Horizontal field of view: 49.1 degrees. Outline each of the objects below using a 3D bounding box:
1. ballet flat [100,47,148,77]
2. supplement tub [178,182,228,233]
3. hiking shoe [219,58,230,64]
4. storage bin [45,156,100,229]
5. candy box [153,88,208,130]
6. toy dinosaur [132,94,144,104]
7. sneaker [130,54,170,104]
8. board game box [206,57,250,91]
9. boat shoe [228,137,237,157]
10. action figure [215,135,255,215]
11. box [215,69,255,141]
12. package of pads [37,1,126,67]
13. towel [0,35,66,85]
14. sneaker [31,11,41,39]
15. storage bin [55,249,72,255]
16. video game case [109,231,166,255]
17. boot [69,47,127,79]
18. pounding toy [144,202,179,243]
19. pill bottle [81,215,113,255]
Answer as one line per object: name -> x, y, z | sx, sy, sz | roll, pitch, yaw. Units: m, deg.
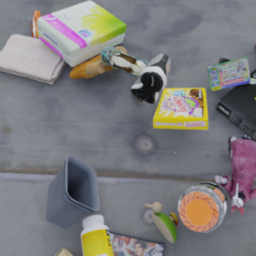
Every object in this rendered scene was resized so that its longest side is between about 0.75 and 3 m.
ballet flat -> 0.016, -2.165, 9.715 | 2.081, 0.773, 0.773 | 12, 56, -31
supplement tub -> 1.919, 1.994, 7.155 | 1.107, 1.807, 1.107 | -3, 83, 23
hiking shoe -> 3.529, -2.082, 9.856 | 1.042, 0.524, 0.395 | 34, 93, -15
storage bin -> -1.520, 1.815, 7.585 | 1.140, 1.235, 1.698 | -44, 30, 18
candy box -> 1.665, -0.666, 8.608 | 1.449, 0.374, 2.835 | -1, 24, 14
toy dinosaur -> 0.283, -1.192, 9.926 | 0.800, 0.308, 0.409 | 43, 102, 35
sneaker -> 0.731, -1.415, 8.508 | 0.869, 2.352, 0.933 | 31, 73, -5
board game box -> 3.408, -1.806, 9.512 | 1.291, 0.869, 0.188 | -12, 28, 16
boat shoe -> 3.241, 0.634, 8.769 | 0.281, 0.803, 0.266 | -27, 29, -22
action figure -> 3.174, 1.381, 7.951 | 1.458, 1.621, 2.177 | 18, 74, 12
box -> 4.767, -0.697, 9.481 | 2.482, 0.611, 2.571 | -36, 65, -20
package of pads -> -1.787, -3.696, 10.710 | 2.162, 0.954, 2.798 | 41, 56, 20
towel -> -3.658, -2.639, 10.618 | 2.641, 0.455, 1.750 | 15, 60, 8
sneaker -> -3.654, -4.156, 11.514 | 0.624, 0.591, 1.619 | 3, 60, -26
storage bin -> -1.654, 3.753, 7.160 | 0.896, 0.423, 0.903 | 36, 67, 18
video game case -> 0.053, 3.637, 7.329 | 1.685, 0.215, 1.523 | 11, 61, 5
boot -> -1.095, -2.377, 10.257 | 1.470, 0.722, 2.053 | 1, 30, 38
pounding toy -> 1.047, 2.441, 7.545 | 0.540, 0.898, 1.163 | -31, 86, -17
pill bottle -> -0.801, 2.971, 7.153 | 0.742, 0.742, 1.319 | -12, 56, -6
